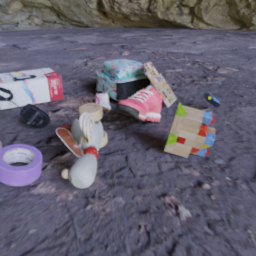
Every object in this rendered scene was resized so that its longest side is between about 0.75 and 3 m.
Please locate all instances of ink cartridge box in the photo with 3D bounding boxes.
[{"bbox_3d":[-4.780,-1.909,13.183,2.850,1.180,2.077,-14,28,-28],"label":"ink cartridge box"}]

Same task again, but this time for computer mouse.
[{"bbox_3d":[-3.799,-0.752,9.839,0.719,2.454,0.418,-43,37,11],"label":"computer mouse"}]

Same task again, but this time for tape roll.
[{"bbox_3d":[-2.911,0.968,7.465,1.168,0.496,1.168,11,31,-7],"label":"tape roll"}]

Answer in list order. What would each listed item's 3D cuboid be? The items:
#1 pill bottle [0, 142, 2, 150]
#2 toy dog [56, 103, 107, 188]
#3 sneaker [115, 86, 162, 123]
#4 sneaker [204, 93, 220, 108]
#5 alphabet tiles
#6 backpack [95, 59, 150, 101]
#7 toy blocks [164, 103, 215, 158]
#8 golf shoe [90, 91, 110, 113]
[{"bbox_3d":[-4.088,0.752,8.074,0.627,0.627,1.118,-4,24,-9],"label":"pill bottle"},{"bbox_3d":[-1.380,0.381,7.442,1.345,1.842,2.793,-4,11,5],"label":"toy dog"},{"bbox_3d":[0.453,-0.931,9.940,1.075,1.265,2.918,19,8,23],"label":"sneaker"},{"bbox_3d":[3.459,-1.194,11.705,0.908,0.299,0.356,36,25,-20],"label":"sneaker"},{"bbox_3d":[1.384,-1.950,12.202,0.078,2.068,1.729,-31,5,27],"label":"alphabet tiles"},{"bbox_3d":[-0.382,-2.323,13.513,2.194,1.861,2.471,-18,25,-35],"label":"backpack"},{"bbox_3d":[1.874,0.202,8.085,1.335,1.953,0.976,16,43,7],"label":"toy blocks"},{"bbox_3d":[-1.070,-1.100,11.411,0.573,0.727,1.580,28,5,-32],"label":"golf shoe"}]
